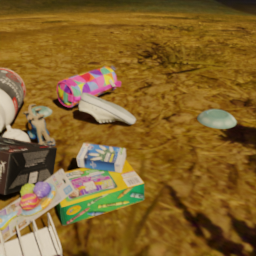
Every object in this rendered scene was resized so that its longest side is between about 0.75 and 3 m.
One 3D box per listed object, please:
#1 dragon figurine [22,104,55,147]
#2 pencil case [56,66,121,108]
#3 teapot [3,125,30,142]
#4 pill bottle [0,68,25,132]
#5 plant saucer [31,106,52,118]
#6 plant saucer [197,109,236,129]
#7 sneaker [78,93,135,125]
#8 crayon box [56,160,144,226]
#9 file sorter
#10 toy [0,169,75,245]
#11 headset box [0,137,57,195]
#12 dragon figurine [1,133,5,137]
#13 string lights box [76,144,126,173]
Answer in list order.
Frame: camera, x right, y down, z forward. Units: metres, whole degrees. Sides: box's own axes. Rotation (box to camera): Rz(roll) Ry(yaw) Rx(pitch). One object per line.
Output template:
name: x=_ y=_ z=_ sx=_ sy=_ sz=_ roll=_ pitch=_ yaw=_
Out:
dragon figurine: x=-2.786 y=-0.030 z=8.586 sx=0.589 sy=0.995 sz=2.002 roll=-19 pitch=31 yaw=-26
pencil case: x=-1.627 y=-1.768 z=11.767 sx=1.224 sy=1.224 sz=2.770 roll=23 pitch=37 yaw=36
teapot: x=-3.509 y=0.359 z=8.625 sx=0.943 sy=0.689 sz=0.931 roll=2 pitch=30 yaw=13
pill bottle: x=-4.786 y=-0.898 z=9.925 sx=1.735 sy=1.735 sz=2.995 roll=-3 pitch=29 yaw=-6
plant saucer: x=-3.528 y=-0.669 z=11.140 sx=0.973 sy=0.187 sz=0.973 roll=0 pitch=29 yaw=0
plant saucer: x=3.355 y=-0.415 z=10.577 sx=1.439 sy=0.277 sz=1.439 roll=0 pitch=29 yaw=0
sneaker: x=-0.792 y=-0.524 z=10.153 sx=2.143 sy=0.758 sz=0.782 roll=25 pitch=16 yaw=3
crayon box: x=-0.748 y=1.454 z=6.735 sx=1.990 sy=0.580 sz=1.182 roll=-12 pitch=29 yaw=-21
file sorter: x=-1.852 y=2.178 z=4.958 sx=1.234 sy=0.768 sz=0.856 roll=-14 pitch=48 yaw=-27
toy: x=-2.153 y=1.547 z=5.997 sx=1.858 sy=0.439 sz=1.070 roll=-38 pitch=33 yaw=-12
headset box: x=-3.365 y=0.769 z=6.951 sx=2.485 sy=0.960 sz=1.849 roll=10 pitch=3 yaw=18
dragon figurine: x=-4.435 y=0.644 z=8.372 sx=1.561 sy=0.459 sz=0.776 roll=-15 pitch=35 yaw=-19
string lights box: x=-0.657 y=0.745 z=6.984 sx=1.103 sy=0.325 sz=0.567 roll=6 pitch=40 yaw=9
